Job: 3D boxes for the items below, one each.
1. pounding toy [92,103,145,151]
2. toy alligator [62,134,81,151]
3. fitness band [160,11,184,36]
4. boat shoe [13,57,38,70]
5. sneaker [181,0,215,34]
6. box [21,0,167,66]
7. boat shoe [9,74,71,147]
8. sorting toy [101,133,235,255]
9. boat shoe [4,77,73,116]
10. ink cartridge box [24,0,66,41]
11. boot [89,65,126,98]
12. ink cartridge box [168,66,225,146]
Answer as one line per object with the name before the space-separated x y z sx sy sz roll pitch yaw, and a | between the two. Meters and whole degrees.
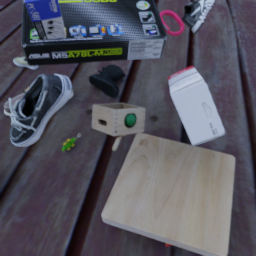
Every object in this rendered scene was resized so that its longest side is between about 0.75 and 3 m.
pounding toy | -0.219 -0.075 6.323 1.040 0.803 1.130 -7 17 -38
toy alligator | -1.775 0.454 8.608 0.222 0.243 0.819 -15 25 49
fitness band | 1.200 -2.917 7.803 0.599 0.156 0.834 -25 73 -21
boat shoe | -4.305 -2.788 11.750 1.193 0.370 0.430 16 47 16
sneaker | 1.848 -3.181 7.452 0.651 0.478 1.438 32 65 -4
box | -0.835 -2.652 6.286 2.872 0.682 2.774 -5 61 -8
boat shoe | -1.527 -0.223 4.314 0.556 1.629 0.601 -2 63 -52
sorting toy | 1.080 1.630 6.898 2.648 0.927 2.664 14 46 13
boat shoe | -3.159 -1.148 9.833 2.478 0.738 0.890 -21 48 -20
ink cartridge box | -1.361 -1.865 4.659 0.494 1.050 0.232 -14 78 -8
boot | -0.603 -1.834 10.705 1.531 0.566 1.254 33 48 28
ink cartridge box | 1.517 -0.589 6.561 0.750 1.328 1.810 -22 16 14
